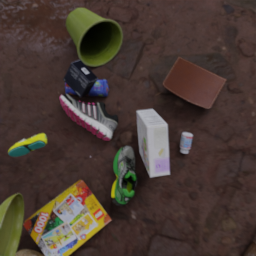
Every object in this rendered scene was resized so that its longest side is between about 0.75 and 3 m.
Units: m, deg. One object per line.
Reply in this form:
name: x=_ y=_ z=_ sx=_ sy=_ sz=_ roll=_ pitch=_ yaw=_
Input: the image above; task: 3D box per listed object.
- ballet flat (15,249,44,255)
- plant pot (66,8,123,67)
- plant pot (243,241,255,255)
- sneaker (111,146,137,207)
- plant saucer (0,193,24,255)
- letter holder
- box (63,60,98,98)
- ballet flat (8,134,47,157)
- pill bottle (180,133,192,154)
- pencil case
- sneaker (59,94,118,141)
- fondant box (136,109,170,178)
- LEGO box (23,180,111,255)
ballet flat: x=-2.711 y=4.643 z=8.974 sx=2.404 sy=0.785 sz=0.848 roll=27 pitch=60 yaw=11
plant pot: x=-1.691 y=-4.130 z=12.174 sx=2.160 sy=2.160 sz=2.051 roll=-33 pitch=58 yaw=-13
plant pot: x=4.114 y=4.323 z=9.214 sx=0.841 sy=0.786 sz=0.786 roll=-42 pitch=73 yaw=1
sneaker: x=0.014 y=1.600 z=9.974 sx=0.874 sy=0.954 sz=2.240 roll=20 pitch=50 yaw=-24
plant saucer: x=-3.217 y=2.779 z=7.337 sx=0.329 sy=2.119 sz=2.119 roll=7 pitch=67 yaw=-4
letter holder: x=2.597 y=-1.622 z=11.391 sx=2.119 sy=1.066 sz=1.506 roll=29 pitch=81 yaw=13
box: x=-1.858 y=-1.896 z=10.852 sx=1.044 sy=0.951 sz=0.544 roll=47 pitch=42 yaw=4
ballet flat: x=-3.381 y=0.559 z=9.494 sx=1.487 sy=0.497 sz=0.498 roll=-19 pitch=49 yaw=16
pill bottle: x=2.196 y=0.584 z=10.678 sx=0.409 sy=0.409 sz=0.752 roll=7 pitch=105 yaw=3
pencil case: x=-1.730 y=-1.718 z=11.686 sx=1.837 sy=0.717 sz=0.798 roll=3 pitch=71 yaw=1
sneaker: x=-1.489 y=-0.629 z=11.131 sx=2.677 sy=0.987 sz=1.171 roll=34 pitch=67 yaw=12
fondant box: x=0.801 y=0.425 z=9.580 sx=0.678 sy=2.328 sz=1.680 roll=-6 pitch=106 yaw=-4
LEGO box: x=-1.992 y=3.077 z=9.308 sx=2.257 sy=0.871 sz=1.681 roll=-36 pitch=90 yaw=-16
